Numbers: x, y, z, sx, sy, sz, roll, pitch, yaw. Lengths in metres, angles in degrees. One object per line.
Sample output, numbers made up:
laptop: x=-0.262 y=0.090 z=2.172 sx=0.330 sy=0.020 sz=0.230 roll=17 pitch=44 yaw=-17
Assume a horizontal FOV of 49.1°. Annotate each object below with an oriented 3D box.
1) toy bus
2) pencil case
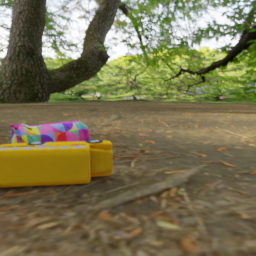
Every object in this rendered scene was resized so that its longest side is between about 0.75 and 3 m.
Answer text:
toy bus: x=-1.538 y=0.737 z=5.988 sx=2.424 sy=0.789 sz=0.949 roll=-1 pitch=8 yaw=-7
pencil case: x=-2.362 y=0.297 z=8.559 sx=2.330 sy=1.030 sz=1.030 roll=-4 pitch=8 yaw=-39
